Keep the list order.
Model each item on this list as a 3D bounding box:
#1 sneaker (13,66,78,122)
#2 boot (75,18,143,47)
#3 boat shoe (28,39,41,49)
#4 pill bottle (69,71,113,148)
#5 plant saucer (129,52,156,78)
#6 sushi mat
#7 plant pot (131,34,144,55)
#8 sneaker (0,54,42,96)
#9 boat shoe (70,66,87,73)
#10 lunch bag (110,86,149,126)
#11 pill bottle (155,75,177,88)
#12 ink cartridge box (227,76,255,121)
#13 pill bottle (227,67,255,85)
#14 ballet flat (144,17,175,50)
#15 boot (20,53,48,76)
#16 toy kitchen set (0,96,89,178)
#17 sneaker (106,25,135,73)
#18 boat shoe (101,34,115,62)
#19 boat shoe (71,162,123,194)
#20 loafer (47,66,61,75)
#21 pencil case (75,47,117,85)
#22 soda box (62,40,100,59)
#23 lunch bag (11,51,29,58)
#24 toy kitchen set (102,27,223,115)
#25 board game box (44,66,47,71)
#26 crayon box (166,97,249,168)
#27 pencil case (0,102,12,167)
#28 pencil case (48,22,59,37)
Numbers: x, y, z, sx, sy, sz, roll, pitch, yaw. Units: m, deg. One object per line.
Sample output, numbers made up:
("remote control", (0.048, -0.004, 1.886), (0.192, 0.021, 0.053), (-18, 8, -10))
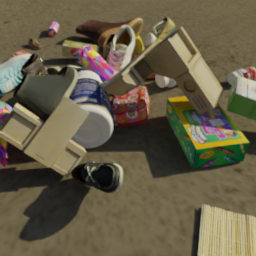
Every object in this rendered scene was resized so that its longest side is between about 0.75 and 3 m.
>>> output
("sneaker", (-2.138, -1.251, 7.523), (0.840, 1.193, 2.245), (-35, 31, 30))
("boot", (-0.865, -5.014, 13.828), (2.369, 1.030, 2.847), (30, 54, 20))
("boat shoe", (-4.462, -3.991, 13.289), (0.922, 0.331, 0.349), (28, 47, 30))
("pill bottle", (-1.233, -0.690, 8.342), (1.384, 1.384, 2.492), (-5, 39, -6))
("plant saucer", (0.831, -2.574, 11.533), (2.028, 0.327, 2.028), (0, 38, 0))
("sushi mat", (1.893, 2.555, 5.288), (1.169, 0.148, 2.444), (9, 40, 13))
("plant pot", (0.178, -3.764, 12.610), (1.123, 0.797, 1.123), (-1, 39, 1))
("sneaker", (-4.183, -1.626, 9.790), (2.707, 1.001, 1.109), (-26, 55, -9))
("boat shoe", (-2.095, -2.222, 11.059), (1.034, 0.366, 0.329), (1, 39, -1))
("lunch bag", (-0.034, -0.718, 8.908), (1.344, 0.625, 1.526), (-7, 37, 12))
("pill bottle", (1.705, -1.938, 10.391), (1.354, 0.752, 0.752), (-23, 44, -26))
("ink cartridge box", (3.905, -0.634, 7.772), (2.126, 0.630, 1.104), (21, 41, 8))
("pill bottle", (4.289, -1.920, 10.520), (0.996, 0.568, 0.568), (-15, 41, -18))
("ballet flat", (1.171, -3.852, 11.796), (0.743, 0.743, 2.102), (30, 73, 32))
("boot", (-2.661, -1.640, 9.144), (0.673, 1.693, 1.944), (-11, 32, 15))
("toy kitchen set", (-1.957, -0.113, 7.227), (1.597, 1.957, 1.766), (-53, 20, -1))
("sneaker", (-0.395, -2.450, 10.116), (0.976, 1.030, 2.551), (12, 77, 2))
("boat shoe", (-0.712, -3.027, 11.537), (0.987, 0.936, 2.607), (-4, 43, -2))
("boat shoe", (-0.700, 1.067, 6.111), (0.621, 0.659, 1.836), (10, -9, -30))
("loafer", (-2.548, -1.924, 9.837), (0.493, 0.546, 1.443), (-38, 19, -23))
("pencil case", (-0.964, -1.981, 9.563), (1.766, 0.781, 0.781), (43, 51, 10))
("soda box", (-2.013, -3.299, 12.038), (1.558, 0.528, 0.499), (9, 43, -3))
("lunch bag", (-4.634, -3.017, 12.105), (0.817, 0.335, 0.720), (31, 52, 33))
("toy kitchen set", (0.807, -0.995, 8.061), (2.536, 2.288, 2.069), (-24, 19, 46))
("board game box", (-3.129, -2.063, 10.918), (0.935, 0.288, 0.934), (28, 46, 30))
("crayon box", (2.125, -0.015, 8.025), (1.445, 0.709, 2.433), (-7, 39, -8))
("pencil case", (-3.674, 0.161, 7.674), (0.946, 0.946, 2.141), (-8, 41, -9))
("pencil case", (-3.898, -5.169, 14.655), (0.491, 0.491, 1.110), (-2, 38, -3))
